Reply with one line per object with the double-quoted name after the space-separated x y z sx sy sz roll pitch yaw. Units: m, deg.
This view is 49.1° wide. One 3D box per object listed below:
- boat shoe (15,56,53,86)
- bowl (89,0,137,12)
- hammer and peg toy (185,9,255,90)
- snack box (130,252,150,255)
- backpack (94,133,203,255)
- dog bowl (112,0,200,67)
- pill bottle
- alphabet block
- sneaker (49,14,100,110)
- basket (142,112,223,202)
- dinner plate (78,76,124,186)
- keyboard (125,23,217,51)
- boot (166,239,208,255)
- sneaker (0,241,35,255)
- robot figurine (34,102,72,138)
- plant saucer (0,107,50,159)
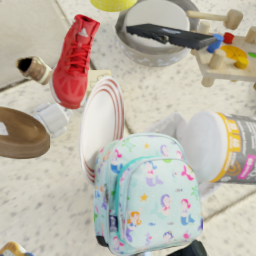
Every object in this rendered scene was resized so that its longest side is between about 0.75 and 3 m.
-1.541 -0.979 4.352 1.076 0.398 0.398 25 87 49 "boat shoe"
-0.468 -4.345 8.401 1.561 0.840 1.561 -1 63 1 "bowl"
1.937 -1.618 5.618 1.532 0.735 2.083 3 47 -8 "hammer and peg toy"
0.018 2.381 4.164 0.288 2.372 0.853 -8 73 13 "snack box"
0.281 0.997 4.531 1.641 1.392 1.849 2 74 -24 "backpack"
0.919 -3.265 9.259 2.903 0.851 2.903 0 64 1 "dog bowl"
2.341 0.441 5.491 2.318 1.349 1.349 6 63 -17 "pill bottle"
-0.883 -1.201 8.314 0.786 0.772 0.768 -3 66 -1 "alphabet block"
-1.123 -1.554 5.915 0.851 1.255 2.172 6 58 -21 "sneaker"
0.951 1.099 6.742 1.986 1.612 2.004 -33 68 -14 "basket"
-0.458 0.054 4.876 0.229 1.890 1.890 8 64 17 "dinner plate"
0.674 -1.636 5.013 1.577 0.202 0.947 25 35 34 "keyboard"
0.792 1.995 4.197 0.767 0.912 0.348 -30 66 5 "boot"
-1.173 1.671 3.282 0.361 0.423 0.960 -45 33 -24 "sneaker"
-2.169 -0.230 7.892 1.209 0.683 1.026 -34 83 -15 "robot figurine"
-2.336 0.027 5.569 1.677 1.677 0.247 34 112 15 "plant saucer"
